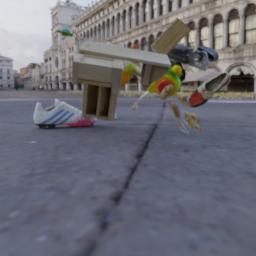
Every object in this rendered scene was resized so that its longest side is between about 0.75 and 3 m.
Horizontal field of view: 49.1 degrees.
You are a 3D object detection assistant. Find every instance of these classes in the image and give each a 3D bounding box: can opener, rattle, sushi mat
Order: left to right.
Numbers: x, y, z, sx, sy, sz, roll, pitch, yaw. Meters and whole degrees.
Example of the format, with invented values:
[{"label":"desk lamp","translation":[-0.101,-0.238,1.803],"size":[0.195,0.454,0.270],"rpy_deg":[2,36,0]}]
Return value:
[{"label":"rattle","translation":[0.062,-2.612,11.921],"size":[1.080,1.185,1.659],"rpy_deg":[9,47,-20]},{"label":"sushi mat","translation":[1.398,-2.948,9.234],"size":[0.652,0.082,1.363],"rpy_deg":[29,-42,-19]},{"label":"can opener","translation":[2.104,-2.533,9.598],"size":[0.778,0.621,2.327],"rpy_deg":[-19,33,-18]}]

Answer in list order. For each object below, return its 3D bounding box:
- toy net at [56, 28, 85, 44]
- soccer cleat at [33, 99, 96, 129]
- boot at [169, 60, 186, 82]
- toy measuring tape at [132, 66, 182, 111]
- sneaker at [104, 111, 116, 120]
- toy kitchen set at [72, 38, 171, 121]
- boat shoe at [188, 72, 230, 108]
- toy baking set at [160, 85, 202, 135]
[{"label":"toy net","translation":[-1.708,-2.733,8.477],"size":[0.496,0.183,0.945],"rpy_deg":[-6,-15,35]},{"label":"soccer cleat","translation":[-2.046,-0.489,9.402],"size":[2.174,0.939,0.760],"rpy_deg":[-4,8,-33]},{"label":"boot","translation":[2.071,-2.455,11.868],"size":[0.363,0.936,0.648],"rpy_deg":[-29,32,-14]},{"label":"toy measuring tape","translation":[1.339,-1.471,11.965],"size":[1.094,1.094,2.974],"rpy_deg":[-7,-30,-44]},{"label":"sneaker","translation":[-1.111,-0.920,12.758],"size":[0.843,0.934,2.280],"rpy_deg":[-3,8,-29]},{"label":"toy kitchen set","translation":[-0.244,-0.938,7.902],"size":[2.283,2.524,2.798],"rpy_deg":[8,28,-3]},{"label":"boat shoe","translation":[3.270,-1.563,11.464],"size":[1.990,0.708,0.623],"rpy_deg":[-37,-17,15]},{"label":"toy baking set","translation":[1.040,-0.333,5.895],"size":[0.172,1.136,1.480],"rpy_deg":[-34,0,-7]}]
